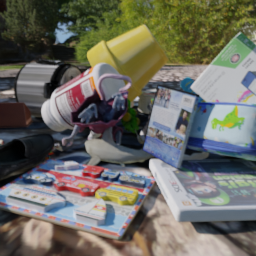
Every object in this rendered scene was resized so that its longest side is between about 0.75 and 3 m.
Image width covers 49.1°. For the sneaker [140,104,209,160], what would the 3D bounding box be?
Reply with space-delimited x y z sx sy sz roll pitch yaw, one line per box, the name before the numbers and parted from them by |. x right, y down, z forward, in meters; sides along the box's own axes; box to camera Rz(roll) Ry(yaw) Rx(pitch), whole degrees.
sneaker | 1.275 0.039 7.836 2.201 1.252 0.831 22 27 37

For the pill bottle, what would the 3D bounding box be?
pill bottle | -1.516 -0.882 9.296 2.749 1.553 1.553 -22 4 30

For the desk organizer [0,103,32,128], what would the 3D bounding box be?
desk organizer | -5.016 -0.556 10.638 2.446 0.942 0.877 -1 16 -5

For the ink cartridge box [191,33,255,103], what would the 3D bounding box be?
ink cartridge box | 3.589 -1.144 8.325 2.702 1.963 1.182 42 35 4

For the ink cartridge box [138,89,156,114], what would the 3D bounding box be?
ink cartridge box | 1.487 -1.260 13.185 2.083 0.873 1.829 -15 22 -42

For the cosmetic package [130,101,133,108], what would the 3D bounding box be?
cosmetic package | -0.093 -1.465 14.027 0.663 0.804 0.663 3 16 9

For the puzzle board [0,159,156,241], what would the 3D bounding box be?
puzzle board | -1.053 1.227 5.714 2.814 0.245 2.121 6 17 20

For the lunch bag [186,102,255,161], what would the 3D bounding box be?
lunch bag | 2.720 0.107 6.644 2.918 1.203 2.345 7 2 -36

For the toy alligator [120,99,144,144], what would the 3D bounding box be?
toy alligator | 0.036 -0.159 9.321 0.577 0.528 1.946 27 36 -43

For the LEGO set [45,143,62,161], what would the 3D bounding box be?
LEGO set | -2.519 0.679 7.896 1.259 0.309 0.940 7 30 28

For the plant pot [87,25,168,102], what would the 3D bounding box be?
plant pot | 0.132 -2.804 11.825 2.623 2.789 2.789 -35 11 13

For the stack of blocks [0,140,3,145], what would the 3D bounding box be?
stack of blocks | -3.354 0.617 7.343 0.921 0.530 0.270 -3 17 -12

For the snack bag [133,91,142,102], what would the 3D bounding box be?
snack bag | 0.188 -1.819 16.223 2.388 0.271 2.533 -2 16 -9

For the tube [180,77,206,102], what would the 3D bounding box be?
tube | 3.151 -1.392 12.400 0.581 0.892 2.304 42 12 -49

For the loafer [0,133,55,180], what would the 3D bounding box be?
loafer | -2.540 0.584 6.697 0.733 0.758 2.158 45 35 9

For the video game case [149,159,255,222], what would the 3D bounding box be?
video game case | 1.869 1.140 5.695 2.497 0.292 2.270 1 15 -8

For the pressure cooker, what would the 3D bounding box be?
pressure cooker | -2.941 -1.513 11.569 2.662 2.378 2.341 7 50 20

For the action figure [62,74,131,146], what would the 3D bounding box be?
action figure | -0.913 -0.292 7.978 1.681 1.868 2.509 11 -14 -4

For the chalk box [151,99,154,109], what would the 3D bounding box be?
chalk box | 1.709 -0.278 9.249 1.911 1.183 1.189 0 16 2

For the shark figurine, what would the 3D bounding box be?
shark figurine | -0.169 0.440 7.211 2.437 1.017 1.456 2 17 14

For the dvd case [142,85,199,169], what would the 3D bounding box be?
dvd case | 0.892 -0.064 6.217 0.143 1.629 1.162 2 16 -40
